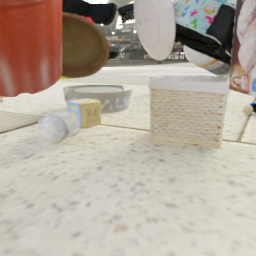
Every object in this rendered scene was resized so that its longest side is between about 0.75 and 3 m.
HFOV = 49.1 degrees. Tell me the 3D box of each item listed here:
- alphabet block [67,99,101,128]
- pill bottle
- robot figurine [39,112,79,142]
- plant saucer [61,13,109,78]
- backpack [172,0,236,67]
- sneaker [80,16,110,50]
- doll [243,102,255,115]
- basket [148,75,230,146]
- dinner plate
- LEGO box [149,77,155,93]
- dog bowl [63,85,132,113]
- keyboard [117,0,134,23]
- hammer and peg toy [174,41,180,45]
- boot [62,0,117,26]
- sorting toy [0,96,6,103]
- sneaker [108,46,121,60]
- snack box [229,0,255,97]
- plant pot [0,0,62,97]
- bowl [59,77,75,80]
[{"bbox_3d":[-1.387,-0.480,8.877,0.786,0.772,0.768,-12,20,-37],"label":"alphabet block"},{"bbox_3d":[2.808,-2.178,8.119,2.318,1.349,1.349,11,5,-40],"label":"pill bottle"},{"bbox_3d":[-1.810,-0.030,7.329,1.026,0.683,1.209,19,19,12],"label":"robot figurine"},{"bbox_3d":[-1.221,-1.669,5.761,1.677,1.677,0.247,0,58,1],"label":"plant saucer"},{"bbox_3d":[1.676,-2.286,6.075,1.641,1.392,1.849,17,10,-47],"label":"backpack"},{"bbox_3d":[-1.161,-2.534,7.587,0.851,1.255,2.172,16,-4,-42],"label":"sneaker"},{"bbox_3d":[5.163,-0.741,10.540,1.761,0.427,1.201,-3,18,-10],"label":"doll"},{"bbox_3d":[1.712,-0.593,7.650,2.004,1.612,1.986,4,15,18],"label":"basket"},{"bbox_3d":[0.491,-2.476,6.414,0.229,1.890,1.890,-18,20,-16],"label":"dinner plate"},{"bbox_3d":[1.628,-2.307,15.532,0.470,0.907,1.218,-4,16,-17],"label":"LEGO box"},{"bbox_3d":[-1.256,-1.256,11.666,2.903,0.851,2.903,-1,15,0],"label":"dog bowl"},{"bbox_3d":[0.481,-3.558,8.141,1.577,0.202,0.947,-20,-16,6],"label":"keyboard"},{"bbox_3d":[1.361,-3.262,9.190,1.532,0.735,2.083,-1,-5,-38],"label":"hammer and peg toy"},{"bbox_3d":[-1.436,-4.044,9.495,1.564,0.711,1.861,7,11,-32],"label":"boot"},{"bbox_3d":[-6.380,-1.179,12.511,1.239,0.300,2.201,17,22,36],"label":"sorting toy"},{"bbox_3d":[-1.194,-3.176,10.968,1.863,0.738,0.702,1,-23,-19],"label":"sneaker"},{"bbox_3d":[2.286,-1.698,4.891,0.288,2.372,0.853,-27,37,-30],"label":"snack box"},{"bbox_3d":[-1.857,-1.656,4.320,1.981,1.927,1.981,3,40,-3],"label":"plant pot"},{"bbox_3d":[-2.733,-2.373,11.036,1.561,0.840,1.561,-2,14,1],"label":"bowl"}]
